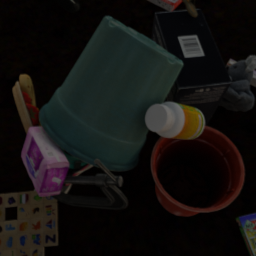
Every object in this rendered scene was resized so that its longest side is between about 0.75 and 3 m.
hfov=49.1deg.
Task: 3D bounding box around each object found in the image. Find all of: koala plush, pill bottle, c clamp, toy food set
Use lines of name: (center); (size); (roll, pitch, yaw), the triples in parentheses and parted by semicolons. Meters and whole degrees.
koala plush: (3.212, -1.345, 8.209); (1.326, 1.280, 1.443); (27, 78, 4)
pill bottle: (0.907, -0.136, 5.456); (1.235, 0.686, 0.686); (6, 50, -48)
c clamp: (-0.998, 1.202, 5.851); (2.312, 1.975, 0.313); (-8, 48, 30)
toy food set: (-2.327, -0.229, 6.937); (0.480, 1.955, 1.975); (-20, 34, -15)

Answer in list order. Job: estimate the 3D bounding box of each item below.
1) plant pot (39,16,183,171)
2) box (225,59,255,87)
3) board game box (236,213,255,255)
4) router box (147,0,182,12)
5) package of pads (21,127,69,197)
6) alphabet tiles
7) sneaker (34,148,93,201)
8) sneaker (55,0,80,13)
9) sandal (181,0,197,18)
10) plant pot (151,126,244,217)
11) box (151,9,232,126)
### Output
plant pot: (-0.251, -0.823, 6.059); (2.507, 2.507, 2.455); (38, 110, 18)
box: (3.893, -1.642, 8.939); (1.645, 0.341, 0.318); (31, 62, 16)
board game box: (3.661, 2.566, 6.751); (1.741, 0.254, 1.172); (-11, 63, -6)
router box: (1.467, -5.142, 10.812); (1.253, 0.306, 1.124); (33, 67, 16)
package of pads: (-1.701, 0.628, 5.637); (0.514, 0.819, 1.359); (3, 29, -38)
alphabet tiles: (-2.465, 2.505, 6.626); (1.622, 0.073, 1.940); (-6, 74, 2)
sneaker: (-1.563, 0.958, 6.986); (0.920, 1.328, 2.200); (39, 70, 19)
sneaker: (-2.445, -5.294, 10.607); (2.307, 0.807, 1.038); (40, 72, 21)
sandal: (1.550, -3.247, 7.089); (0.381, 0.256, 0.949); (-13, 75, -41)
plant pot: (1.410, 1.192, 6.568); (1.916, 1.864, 1.916); (0, 62, -1)
box: (1.469, -1.469, 7.724); (1.305, 2.282, 2.506); (-7, 63, -7)
